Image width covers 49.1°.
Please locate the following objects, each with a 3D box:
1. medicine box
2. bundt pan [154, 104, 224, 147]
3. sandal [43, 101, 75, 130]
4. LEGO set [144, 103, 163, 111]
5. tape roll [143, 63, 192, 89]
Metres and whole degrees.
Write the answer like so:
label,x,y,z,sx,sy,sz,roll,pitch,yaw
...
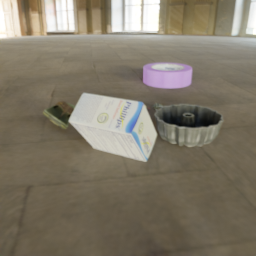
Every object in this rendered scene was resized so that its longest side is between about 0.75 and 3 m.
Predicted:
label,x,y,z,sx,sy,sz,roll,pitch,yaw
medicine box,-0.383,0.006,8.444,2.032,1.851,1.046,11,65,24
bundt pan,2.117,-0.054,10.049,2.417,0.907,2.417,0,23,0
sandal,-2.533,-0.697,10.998,1.052,0.756,2.649,36,16,-8
LEGO set,1.224,-1.015,12.964,1.089,0.309,0.707,-2,22,-7
tape roll,2.416,-3.294,17.359,2.965,0.973,2.965,-1,24,0
